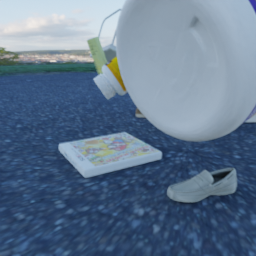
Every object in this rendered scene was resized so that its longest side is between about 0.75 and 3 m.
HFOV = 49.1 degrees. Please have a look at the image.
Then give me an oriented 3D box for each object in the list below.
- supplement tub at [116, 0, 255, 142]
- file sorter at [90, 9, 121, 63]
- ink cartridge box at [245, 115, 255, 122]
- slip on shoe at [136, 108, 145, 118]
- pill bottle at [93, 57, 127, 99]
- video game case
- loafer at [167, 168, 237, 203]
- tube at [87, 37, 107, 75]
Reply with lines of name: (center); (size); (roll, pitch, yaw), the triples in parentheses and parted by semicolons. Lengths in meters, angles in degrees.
supplement tub: (1.337, -1.108, 3.555); (2.551, 1.855, 1.855); (-26, 29, -32)
file sorter: (0.210, -2.928, 10.240); (2.458, 1.531, 1.706); (19, -6, -29)
ink cartridge box: (4.524, -1.334, 12.098); (2.589, 1.873, 1.906); (-1, 17, -2)
slip on shoe: (0.976, -0.655, 12.417); (1.332, 0.404, 0.506); (7, 18, 23)
pill bottle: (-0.040, -1.565, 7.728); (1.773, 0.969, 0.969); (-35, 21, -1)
video game case: (-0.581, 0.684, 8.218); (2.346, 0.268, 2.135); (-9, 19, -29)
loafer: (1.600, 1.187, 6.015); (1.658, 0.579, 0.580); (-7, 18, -22)
tube: (-0.804, -1.924, 8.208); (0.371, 1.428, 0.414); (-21, 18, -5)
